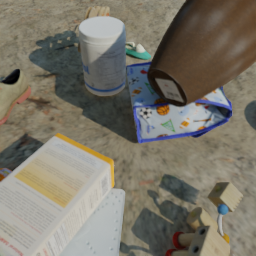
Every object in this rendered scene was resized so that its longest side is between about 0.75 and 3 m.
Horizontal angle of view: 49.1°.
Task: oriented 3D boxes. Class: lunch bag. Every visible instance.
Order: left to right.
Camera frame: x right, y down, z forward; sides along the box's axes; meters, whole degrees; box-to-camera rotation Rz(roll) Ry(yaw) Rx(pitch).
[{"bbox_3d":[1.483,-0.922,8.634,2.792,1.729,2.374,-10,45,1],"label":"lunch bag"}]

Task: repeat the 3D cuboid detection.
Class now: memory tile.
[{"bbox_3d":[-1.267,-3.790,10.699,0.185,1.685,2.198,23,28,6],"label":"memory tile"}]

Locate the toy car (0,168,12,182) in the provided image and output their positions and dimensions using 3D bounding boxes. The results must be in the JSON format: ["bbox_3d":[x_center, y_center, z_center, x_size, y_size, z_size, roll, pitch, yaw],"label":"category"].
[{"bbox_3d":[-3.232,0.731,6.690,1.232,2.511,0.836,8,31,33],"label":"toy car"}]

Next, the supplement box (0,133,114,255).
[{"bbox_3d":[-1.774,1.571,6.211,1.756,1.024,2.786,24,48,22],"label":"supplement box"}]

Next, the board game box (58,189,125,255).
[{"bbox_3d":[-1.203,2.305,6.422,2.095,0.271,2.095,4,45,4],"label":"board game box"}]

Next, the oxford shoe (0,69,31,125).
[{"bbox_3d":[-4.283,-0.921,9.075,0.980,1.040,2.782,13,47,12],"label":"oxford shoe"}]

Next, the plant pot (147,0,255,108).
[{"bbox_3d":[1.791,-1.848,6.994,2.491,2.491,2.665,34,73,29],"label":"plant pot"}]

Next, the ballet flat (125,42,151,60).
[{"bbox_3d":[0.277,-3.307,11.806,1.492,0.525,0.502,22,45,19],"label":"ballet flat"}]

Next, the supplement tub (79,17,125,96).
[{"bbox_3d":[-0.836,-2.407,9.647,1.527,2.314,1.527,0,45,0],"label":"supplement tub"}]

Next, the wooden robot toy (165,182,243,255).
[{"bbox_3d":[1.755,2.631,5.821,1.340,1.301,2.953,44,51,-7],"label":"wooden robot toy"}]
